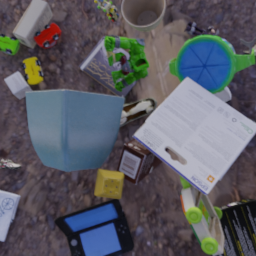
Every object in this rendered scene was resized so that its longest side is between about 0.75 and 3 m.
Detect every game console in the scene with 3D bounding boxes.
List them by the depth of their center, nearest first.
[{"bbox_3d":[-1.192,3.968,10.396,2.440,1.420,2.146,-18,80,-3],"label":"game console"}]

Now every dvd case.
[{"bbox_3d":[-0.655,-2.636,12.250,2.457,0.196,1.827,37,82,7],"label":"dvd case"}]

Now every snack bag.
[{"bbox_3d":[-5.384,3.414,11.121,1.771,0.201,1.878,12,79,3],"label":"snack bag"}]

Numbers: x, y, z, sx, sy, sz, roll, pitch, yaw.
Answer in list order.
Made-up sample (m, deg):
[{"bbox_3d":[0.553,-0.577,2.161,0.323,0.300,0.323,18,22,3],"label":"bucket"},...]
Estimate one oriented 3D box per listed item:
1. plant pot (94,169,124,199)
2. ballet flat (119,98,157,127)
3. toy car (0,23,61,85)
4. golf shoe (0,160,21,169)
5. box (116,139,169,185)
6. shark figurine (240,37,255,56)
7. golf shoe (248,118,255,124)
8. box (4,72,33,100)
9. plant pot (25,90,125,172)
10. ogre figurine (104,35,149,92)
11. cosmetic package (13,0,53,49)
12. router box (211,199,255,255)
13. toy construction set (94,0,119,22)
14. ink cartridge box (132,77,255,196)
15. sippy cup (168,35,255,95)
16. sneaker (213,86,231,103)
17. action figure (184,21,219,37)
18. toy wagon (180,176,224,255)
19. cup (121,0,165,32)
[{"bbox_3d":[-0.493,1.595,7.784,0.770,0.787,0.765,9,84,-9],"label":"plant pot"},{"bbox_3d":[0.002,-0.643,11.548,2.544,0.810,0.857,-22,87,-4],"label":"ballet flat"},{"bbox_3d":[-4.535,-3.389,12.169,2.737,0.649,2.909,17,79,3],"label":"toy car"},{"bbox_3d":[-4.802,1.495,11.419,0.879,0.339,0.387,3,72,0],"label":"golf shoe"},{"bbox_3d":[0.612,0.815,9.133,0.840,2.242,1.123,26,118,21],"label":"box"},{"bbox_3d":[5.290,-3.371,12.092,0.716,1.715,1.025,18,112,40],"label":"shark figurine"},{"bbox_3d":[5.143,-0.046,11.659,1.073,0.417,0.507,24,80,6],"label":"golf shoe"},{"bbox_3d":[-4.596,-1.765,11.783,0.679,0.793,0.789,-34,82,-9],"label":"box"},{"bbox_3d":[-1.688,0.105,8.639,2.246,2.240,2.288,4,91,44],"label":"plant pot"},{"bbox_3d":[0.000,-2.239,9.697,1.336,1.094,2.229,-13,121,0],"label":"ogre figurine"},{"bbox_3d":[-4.119,-4.554,12.221,0.680,0.964,1.862,25,79,5],"label":"cosmetic package"},{"bbox_3d":[4.221,4.435,10.638,2.199,0.753,2.948,-15,80,-3],"label":"router box"},{"bbox_3d":[-0.682,-4.120,9.786,0.712,1.087,0.501,40,106,16],"label":"toy construction set"},{"bbox_3d":[1.894,0.185,8.000,2.603,0.529,2.608,40,73,16],"label":"ink cartridge box"},{"bbox_3d":[2.704,-2.174,9.192,2.398,1.883,1.757,35,37,13],"label":"sippy cup"},{"bbox_3d":[3.594,-2.249,11.826,2.238,0.902,1.639,34,56,-18],"label":"sneaker"},{"bbox_3d":[3.306,-4.149,12.382,1.607,0.557,1.045,29,74,2],"label":"action figure"},{"bbox_3d":[2.016,2.204,7.917,0.499,1.958,2.524,-28,89,23],"label":"toy wagon"},{"bbox_3d":[0.589,-3.827,9.412,1.432,1.024,1.432,-2,83,13],"label":"cup"}]
